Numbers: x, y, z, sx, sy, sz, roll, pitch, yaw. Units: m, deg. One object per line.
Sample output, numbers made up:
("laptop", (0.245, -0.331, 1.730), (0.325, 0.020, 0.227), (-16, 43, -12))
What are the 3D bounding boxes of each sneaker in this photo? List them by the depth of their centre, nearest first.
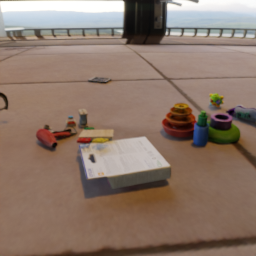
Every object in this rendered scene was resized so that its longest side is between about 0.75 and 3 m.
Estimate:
("sneaker", (4.715, -0.502, 11.425), (0.717, 0.609, 1.637), (-16, 16, -11))

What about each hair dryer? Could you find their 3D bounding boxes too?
("hair dryer", (-2.531, 0.210, 9.783), (1.306, 0.466, 1.714), (1, 24, -1))

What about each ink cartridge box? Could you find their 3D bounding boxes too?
("ink cartridge box", (-0.205, 0.944, 8.025), (2.213, 0.479, 2.173), (-8, 21, -12))

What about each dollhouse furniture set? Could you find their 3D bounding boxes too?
("dollhouse furniture set", (-2.010, -0.348, 10.925), (0.803, 0.566, 0.563), (-6, 24, -16))

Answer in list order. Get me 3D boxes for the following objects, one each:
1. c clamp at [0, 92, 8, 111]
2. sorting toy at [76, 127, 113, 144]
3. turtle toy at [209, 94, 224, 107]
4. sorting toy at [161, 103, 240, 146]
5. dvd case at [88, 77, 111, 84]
("c clamp", (-5.270, -0.783, 10.960), (1.288, 1.100, 0.174), (-32, 10, -32))
("sorting toy", (-1.038, 0.365, 9.318), (1.084, 0.380, 2.249), (-1, 11, -1))
("turtle toy", (4.007, -1.276, 12.857), (0.663, 0.910, 0.460), (17, 64, 27))
("sorting toy", (2.592, -0.268, 9.917), (2.818, 1.157, 1.693), (4, 26, 9))
("dvd case", (-1.776, -2.984, 17.494), (1.190, 0.147, 0.894), (8, 26, 17))
